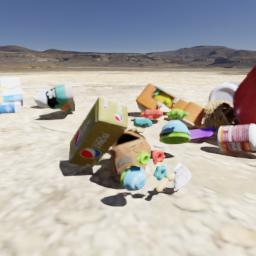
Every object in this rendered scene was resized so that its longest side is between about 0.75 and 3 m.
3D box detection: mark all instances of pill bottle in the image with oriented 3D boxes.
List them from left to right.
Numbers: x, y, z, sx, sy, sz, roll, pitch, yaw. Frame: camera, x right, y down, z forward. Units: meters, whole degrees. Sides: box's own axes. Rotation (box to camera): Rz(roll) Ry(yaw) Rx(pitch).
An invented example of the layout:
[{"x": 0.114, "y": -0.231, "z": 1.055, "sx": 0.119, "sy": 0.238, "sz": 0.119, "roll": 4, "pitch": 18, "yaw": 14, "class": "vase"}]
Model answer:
[{"x": 3.420, "y": -1.048, "z": 9.573, "sx": 1.047, "sy": 1.047, "sz": 1.810, "roll": 7, "pitch": 15, "yaw": 25, "class": "pill bottle"}, {"x": 2.175, "y": 0.189, "z": 5.247, "sx": 0.875, "sy": 0.479, "sz": 0.479, "roll": -5, "pitch": 8, "yaw": 36, "class": "pill bottle"}]

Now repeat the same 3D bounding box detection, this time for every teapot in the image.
[{"x": -3.068, "y": -1.063, "z": 10.589, "sx": 0.883, "sy": 0.654, "sz": 0.895, "roll": -27, "pitch": 35, "yaw": 1, "class": "teapot"}]

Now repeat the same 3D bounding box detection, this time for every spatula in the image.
[{"x": 2.282, "y": 0.220, "z": 6.004, "sx": 2.325, "sy": 0.239, "sz": 0.657, "roll": 7, "pitch": 19, "yaw": 21, "class": "spatula"}]

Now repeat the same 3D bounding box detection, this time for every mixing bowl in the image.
[{"x": 3.394, "y": -0.801, "z": 5.432, "sx": 2.388, "sy": 1.294, "sz": 2.388, "roll": -4, "pitch": 53, "yaw": 5, "class": "mixing bowl"}]

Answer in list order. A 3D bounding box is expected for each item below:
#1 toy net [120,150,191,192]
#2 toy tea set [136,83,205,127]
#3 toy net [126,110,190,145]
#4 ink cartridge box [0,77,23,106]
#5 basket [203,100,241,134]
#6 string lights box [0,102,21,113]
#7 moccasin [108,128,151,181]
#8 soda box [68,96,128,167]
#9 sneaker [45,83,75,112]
[{"x": 0.411, "y": 0.527, "z": 3.516, "sx": 1.075, "sy": 0.564, "sz": 0.208, "roll": 6, "pitch": 12, "yaw": -40, "class": "toy net"}, {"x": 1.132, "y": -0.495, "z": 8.235, "sx": 1.669, "sy": 1.039, "sz": 2.807, "roll": 28, "pitch": 6, "yaw": -10, "class": "toy tea set"}, {"x": 0.130, "y": 0.025, "z": 4.975, "sx": 1.893, "sy": 0.366, "sz": 0.993, "roll": -2, "pitch": -17, "yaw": 13, "class": "toy net"}, {"x": -4.249, "y": -1.303, "z": 10.240, "sx": 0.659, "sy": 0.911, "sz": 0.671, "roll": -10, "pitch": -16, "yaw": -22, "class": "ink cartridge box"}, {"x": 2.423, "y": -0.295, "z": 7.034, "sx": 0.815, "sy": 0.781, "sz": 1.095, "roll": 7, "pitch": 16, "yaw": 31, "class": "basket"}, {"x": -4.268, "y": -0.687, "z": 9.635, "sx": 1.049, "sy": 0.309, "sz": 0.539, "roll": -5, "pitch": 14, "yaw": -20, "class": "string lights box"}, {"x": -0.026, "y": 0.303, "z": 4.557, "sx": 0.632, "sy": 0.667, "sz": 1.728, "roll": -22, "pitch": 6, "yaw": 13, "class": "moccasin"}, {"x": -0.492, "y": 0.112, "z": 4.261, "sx": 0.448, "sy": 1.324, "sz": 0.424, "roll": 14, "pitch": 52, "yaw": -23, "class": "soda box"}, {"x": -2.147, "y": -0.922, "z": 8.865, "sx": 0.840, "sy": 0.750, "sz": 2.102, "roll": -10, "pitch": -7, "yaw": -10, "class": "sneaker"}]
